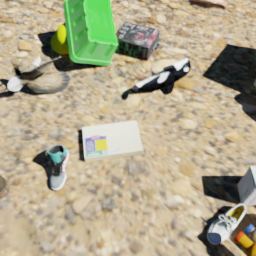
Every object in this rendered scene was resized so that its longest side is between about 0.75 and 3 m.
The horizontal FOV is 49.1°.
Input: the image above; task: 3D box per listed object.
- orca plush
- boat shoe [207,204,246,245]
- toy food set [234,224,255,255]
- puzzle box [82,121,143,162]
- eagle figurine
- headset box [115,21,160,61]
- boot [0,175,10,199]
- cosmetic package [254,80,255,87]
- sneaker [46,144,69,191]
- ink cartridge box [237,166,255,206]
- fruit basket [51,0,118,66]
[{"bbox_3d":[1.373,-1.709,10.705,2.526,1.329,0.898,-26,85,-17],"label":"orca plush"},{"bbox_3d":[2.748,2.582,7.662,1.434,0.611,0.530,-31,59,-21],"label":"boat shoe"},{"bbox_3d":[4.052,2.448,7.237,2.776,1.325,1.249,-43,62,-9],"label":"toy food set"},{"bbox_3d":[-0.558,0.421,9.513,1.950,0.248,1.297,-7,54,-5],"label":"puzzle box"},{"bbox_3d":[-3.370,-2.033,10.422,2.029,1.531,1.540,13,19,12],"label":"eagle figurine"},{"bbox_3d":[0.437,-3.847,12.416,1.931,0.724,1.435,18,55,13],"label":"headset box"},{"bbox_3d":[-4.717,1.922,7.784,2.486,1.205,0.929,-30,59,-20],"label":"boot"},{"bbox_3d":[6.658,-2.717,10.595,2.274,2.288,2.734,29,58,20],"label":"cosmetic package"},{"bbox_3d":[-2.183,1.099,8.573,0.608,0.878,1.455,-3,56,5],"label":"sneaker"},{"bbox_3d":[4.166,1.658,7.971,1.685,1.228,0.698,0,53,0],"label":"ink cartridge box"},{"bbox_3d":[-1.921,-3.904,11.807,2.156,2.989,2.989,-2,48,-34],"label":"fruit basket"}]
